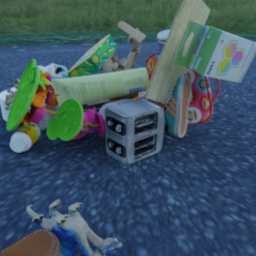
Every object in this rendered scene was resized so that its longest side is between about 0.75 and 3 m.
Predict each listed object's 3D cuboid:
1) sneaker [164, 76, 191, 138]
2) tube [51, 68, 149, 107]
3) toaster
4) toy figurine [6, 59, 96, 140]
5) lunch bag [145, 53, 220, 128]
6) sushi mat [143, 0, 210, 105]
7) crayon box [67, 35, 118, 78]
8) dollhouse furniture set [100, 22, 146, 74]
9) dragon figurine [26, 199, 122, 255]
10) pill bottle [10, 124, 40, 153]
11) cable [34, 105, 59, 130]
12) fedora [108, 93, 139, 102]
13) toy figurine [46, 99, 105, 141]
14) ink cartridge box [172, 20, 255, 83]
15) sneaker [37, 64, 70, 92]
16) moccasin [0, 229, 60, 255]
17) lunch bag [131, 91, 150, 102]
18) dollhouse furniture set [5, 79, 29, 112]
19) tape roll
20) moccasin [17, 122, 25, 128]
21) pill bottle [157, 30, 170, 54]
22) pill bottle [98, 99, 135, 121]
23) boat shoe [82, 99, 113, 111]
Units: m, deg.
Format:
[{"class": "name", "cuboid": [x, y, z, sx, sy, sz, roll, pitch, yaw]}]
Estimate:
[{"class": "sneaker", "cuboid": [1.289, -0.610, 7.778, 0.681, 1.704, 0.608, 14, 13, 38]}, {"class": "tube", "cuboid": [-0.739, -1.162, 7.875, 2.625, 0.762, 0.682, -12, -2, -4]}, {"class": "toaster", "cuboid": [0.202, 0.060, 7.580, 1.573, 1.423, 0.934, -17, 31, -33]}, {"class": "toy figurine", "cuboid": [-2.051, -0.632, 8.359, 2.314, 1.888, 2.514, 25, 35, -32]}, {"class": "lunch bag", "cuboid": [1.719, -1.247, 8.652, 2.120, 2.407, 0.986, -7, 5, 16]}, {"class": "sushi mat", "cuboid": [1.354, -2.014, 7.561, 0.179, 2.957, 1.415, 28, 13, 34]}, {"class": "crayon box", "cuboid": [-1.089, -2.176, 8.886, 1.039, 0.509, 1.749, -23, 27, 37]}, {"class": "dollhouse furniture set", "cuboid": [-0.411, -2.507, 10.243, 1.145, 2.585, 1.340, 35, 68, 2]}, {"class": "dragon figurine", "cuboid": [-1.051, 1.762, 4.611, 1.981, 0.985, 0.583, -8, 17, 34]}, {"class": "pill bottle", "cuboid": [-2.955, 0.296, 8.008, 0.574, 0.574, 1.050, 1, 21, 3]}, {"class": "cable", "cuboid": [-2.639, -0.398, 9.111, 0.367, 1.061, 1.061, 38, 6, -5]}, {"class": "fedora", "cuboid": [-0.214, -1.310, 9.348, 1.835, 0.748, 1.835, -6, -8, -1]}, {"class": "toy figurine", "cuboid": [-1.229, -0.031, 7.505, 1.415, 1.063, 1.303, -29, -26, 31]}, {"class": "ink cartridge box", "cuboid": [2.235, -1.846, 7.008, 2.107, 1.094, 0.625, 2, 29, -35]}, {"class": "sneaker", "cuboid": [-2.682, -1.871, 10.123, 0.885, 0.935, 2.314, 5, 23, -44]}, {"class": "moccasin", "cuboid": [-2.015, 2.042, 3.379, 2.676, 1.033, 0.979, -21, 32, -40]}, {"class": "lunch bag", "cuboid": [0.251, -1.190, 11.161, 1.343, 0.625, 1.525, -16, 31, 0]}, {"class": "dollhouse furniture set", "cuboid": [-3.550, -0.947, 8.969, 0.559, 1.079, 0.478, -21, -30, 24]}, {"class": "tape roll", "cuboid": [-3.485, -0.943, 10.557, 2.457, 0.859, 2.457, 1, 23, 0]}, {"class": "moccasin", "cuboid": [-3.214, -0.247, 8.307, 0.308, 0.325, 0.841, -34, 19, 4]}, {"class": "pill bottle", "cuboid": [1.104, -2.197, 7.713, 0.499, 0.863, 0.499, -9, 40, 8]}, {"class": "pill bottle", "cuboid": [-0.138, -0.399, 8.938, 1.005, 1.005, 1.773, 9, 15, 21]}, {"class": "boat shoe", "cuboid": [-1.341, -1.027, 11.123, 1.853, 0.580, 0.659, 0, 25, 3]}]
